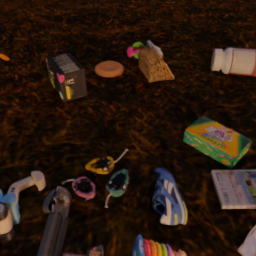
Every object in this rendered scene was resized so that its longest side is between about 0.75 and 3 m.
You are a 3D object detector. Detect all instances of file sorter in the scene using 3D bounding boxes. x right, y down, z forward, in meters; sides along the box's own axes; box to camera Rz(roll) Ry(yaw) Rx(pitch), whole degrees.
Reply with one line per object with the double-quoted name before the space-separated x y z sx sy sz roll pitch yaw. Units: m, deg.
"file sorter" 3.931 3.226 7.313 1.061 0.953 1.530 -29 49 -30

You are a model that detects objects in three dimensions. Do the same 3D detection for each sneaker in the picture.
"sneaker" 1.118 2.096 8.806 0.859 0.773 2.089 -10 40 -9
"sneaker" 1.598 -4.658 16.934 0.656 0.677 1.853 -9 51 -13

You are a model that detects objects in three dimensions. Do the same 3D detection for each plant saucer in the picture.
"plant saucer" -1.050 -3.321 15.604 1.595 0.257 1.595 0 41 0

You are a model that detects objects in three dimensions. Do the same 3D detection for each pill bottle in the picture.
"pill bottle" 5.827 -3.547 14.993 2.514 1.377 1.377 7 41 8

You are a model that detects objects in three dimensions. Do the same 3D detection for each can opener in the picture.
"can opener" -2.224 2.817 8.221 0.811 0.647 2.426 -24 35 23

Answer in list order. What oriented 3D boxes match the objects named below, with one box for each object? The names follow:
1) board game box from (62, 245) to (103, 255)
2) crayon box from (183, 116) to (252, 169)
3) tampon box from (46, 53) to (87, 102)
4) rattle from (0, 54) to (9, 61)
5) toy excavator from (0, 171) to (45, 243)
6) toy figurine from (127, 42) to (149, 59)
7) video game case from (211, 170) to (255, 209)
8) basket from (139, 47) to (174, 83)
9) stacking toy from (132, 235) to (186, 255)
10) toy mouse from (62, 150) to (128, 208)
"board game box" -1.123 3.670 7.202 1.313 0.405 1.313 5 39 7
"crayon box" 3.386 0.495 10.775 2.166 0.631 1.286 32 50 32
"tampon box" -3.001 -2.493 13.646 1.251 1.486 1.982 -20 44 -22
"rattle" -8.080 -3.758 16.040 1.235 1.355 1.898 -12 38 44
"toy excavator" -3.703 2.227 8.533 2.165 1.112 2.227 -7 32 -10
"toy figurine" 0.480 -4.289 15.822 1.244 0.934 1.145 12 26 27
"video game case" 3.968 2.013 9.336 2.079 0.187 1.489 -1 40 -1
"basket" 1.522 -3.508 14.906 1.455 1.394 1.954 -10 41 -12
"stacking toy" 0.875 3.379 7.422 1.446 0.794 0.839 7 36 -10
"toy mouse" -0.861 1.879 9.144 2.518 0.487 2.238 -16 37 -10
